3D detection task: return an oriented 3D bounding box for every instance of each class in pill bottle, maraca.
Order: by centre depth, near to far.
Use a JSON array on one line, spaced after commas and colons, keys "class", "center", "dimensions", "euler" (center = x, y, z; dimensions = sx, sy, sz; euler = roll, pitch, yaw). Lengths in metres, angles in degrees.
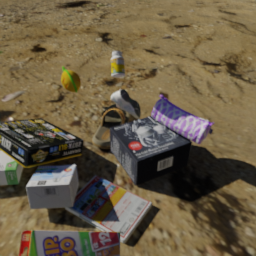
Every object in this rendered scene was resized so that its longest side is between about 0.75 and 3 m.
[{"class": "pill bottle", "center": [-0.326, -1.994, 8.789], "dimensions": [0.427, 0.757, 0.427], "euler": [-3, -1, 0]}, {"class": "maraca", "center": [-2.503, -2.066, 12.007], "dimensions": [0.783, 1.003, 1.463], "euler": [-25, 44, -15]}]

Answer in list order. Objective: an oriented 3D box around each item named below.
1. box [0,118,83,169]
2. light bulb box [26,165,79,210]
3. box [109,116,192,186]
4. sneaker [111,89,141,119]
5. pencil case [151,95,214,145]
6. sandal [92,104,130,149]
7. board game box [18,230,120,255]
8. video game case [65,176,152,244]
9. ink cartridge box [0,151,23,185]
[{"class": "box", "center": [-3.198, 0.392, 9.519], "dimensions": [2.663, 0.657, 2.127], "euler": [22, 19, 36]}, {"class": "light bulb box", "center": [-2.119, 1.667, 8.067], "dimensions": [1.194, 0.752, 1.205], "euler": [-3, 20, -1]}, {"class": "box", "center": [0.693, 0.638, 9.466], "dimensions": [2.088, 1.087, 1.901], "euler": [-17, 39, -23]}, {"class": "sneaker", "center": [-0.055, -0.930, 11.333], "dimensions": [0.652, 1.627, 0.572], "euler": [-15, 46, 34]}, {"class": "pencil case", "center": [1.716, -0.247, 9.009], "dimensions": [1.980, 0.846, 0.831], "euler": [30, 34, 20]}, {"class": "sandal", "center": [-0.634, -0.266, 11.076], "dimensions": [1.159, 0.779, 2.886], "euler": [8, 35, 12]}, {"class": "board game box", "center": [-1.252, 2.811, 6.140], "dimensions": [2.197, 0.329, 1.050], "euler": [7, 65, -15]}, {"class": "video game case", "center": [-0.563, 2.234, 8.028], "dimensions": [2.049, 0.179, 1.465], "euler": [21, 40, 26]}, {"class": "ink cartridge box", "center": [-4.199, 1.274, 8.935], "dimensions": [1.478, 0.621, 1.070], "euler": [-2, 32, -8]}]
